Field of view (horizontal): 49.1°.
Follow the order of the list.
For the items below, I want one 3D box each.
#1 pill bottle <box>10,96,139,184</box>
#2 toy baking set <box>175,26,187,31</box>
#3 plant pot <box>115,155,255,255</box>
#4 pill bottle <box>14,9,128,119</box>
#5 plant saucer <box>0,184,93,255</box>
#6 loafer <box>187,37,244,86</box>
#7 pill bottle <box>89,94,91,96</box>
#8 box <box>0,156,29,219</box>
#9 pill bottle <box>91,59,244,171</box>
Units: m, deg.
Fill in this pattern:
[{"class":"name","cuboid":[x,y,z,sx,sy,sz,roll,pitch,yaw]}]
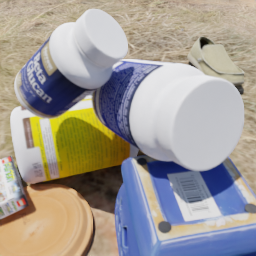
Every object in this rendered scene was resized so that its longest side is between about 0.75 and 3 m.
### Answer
[{"class":"pill bottle","cuboid":[-0.867,0.128,6.156,2.978,1.627,1.627,-11,39,-16]},{"class":"toy baking set","cuboid":[2.671,-4.979,14.022,0.709,0.082,0.544,23,46,27]},{"class":"plant pot","cuboid":[0.868,1.476,4.265,2.031,1.826,2.032,-6,38,-8]},{"class":"pill bottle","cuboid":[-0.831,-0.864,4.004,1.722,0.956,0.956,-28,18,41]},{"class":"plant saucer","cuboid":[-1.686,1.802,5.060,2.086,0.337,2.086,0,37,0]},{"class":"loafer","cuboid":[2.963,-2.355,9.703,1.092,0.985,2.885,-9,38,-17]},{"class":"pill bottle","cuboid":[-1.429,-1.064,7.226,1.584,0.898,0.898,-17,37,8]},{"class":"box","cuboid":[-2.597,1.176,5.512,0.936,0.295,1.700,-22,28,-20]},{"class":"pill bottle","cuboid":[0.424,-0.301,4.137,1.344,1.344,2.322,-18,21,-21]}]
